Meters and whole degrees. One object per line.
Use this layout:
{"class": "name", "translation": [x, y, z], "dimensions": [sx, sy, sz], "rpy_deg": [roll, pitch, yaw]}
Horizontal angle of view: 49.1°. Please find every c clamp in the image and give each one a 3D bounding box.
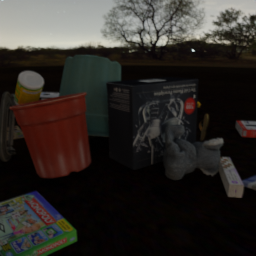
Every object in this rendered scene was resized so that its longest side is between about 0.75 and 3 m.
{"class": "c clamp", "translation": [-3.550, -0.065, 8.444], "dimensions": [0.313, 2.312, 1.975], "rpy_deg": [2, -19, -13]}

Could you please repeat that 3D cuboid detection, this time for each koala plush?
{"class": "koala plush", "translation": [1.674, 0.724, 7.159], "dimensions": [1.443, 1.280, 1.326], "rpy_deg": [1, 30, 3]}

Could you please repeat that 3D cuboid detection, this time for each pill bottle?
{"class": "pill bottle", "translation": [-2.920, -0.975, 8.152], "dimensions": [0.686, 1.235, 0.686], "rpy_deg": [17, 44, -17]}

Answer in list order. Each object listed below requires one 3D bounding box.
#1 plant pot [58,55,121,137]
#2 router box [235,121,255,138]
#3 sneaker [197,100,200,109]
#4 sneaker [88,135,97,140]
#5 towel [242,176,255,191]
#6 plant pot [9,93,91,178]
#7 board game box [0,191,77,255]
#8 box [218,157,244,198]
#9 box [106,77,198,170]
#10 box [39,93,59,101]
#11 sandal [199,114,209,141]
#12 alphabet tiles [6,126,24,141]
{"class": "plant pot", "translation": [-1.255, -0.977, 9.355], "dimensions": [2.507, 2.455, 2.507], "rpy_deg": [6, -2, 0]}
{"class": "router box", "translation": [4.850, 0.051, 10.804], "dimensions": [1.124, 0.306, 1.253], "rpy_deg": [3, 17, 9]}
{"class": "sneaker", "translation": [3.090, -1.184, 14.082], "dimensions": [1.038, 0.807, 2.307], "rpy_deg": [2, 14, 17]}
{"class": "sneaker", "translation": [-1.733, -0.217, 8.944], "dimensions": [2.200, 1.328, 0.920], "rpy_deg": [-20, -9, 6]}
{"class": "towel", "translation": [3.514, 1.184, 6.001], "dimensions": [1.427, 0.231, 1.943], "rpy_deg": [-15, 1, -13]}
{"class": "plant pot", "translation": [-1.838, 0.179, 7.241], "dimensions": [1.916, 1.864, 1.916], "rpy_deg": [-10, 11, 2]}
{"class": "board game box", "translation": [-1.884, 1.772, 5.112], "dimensions": [1.172, 0.254, 1.741], "rpy_deg": [-14, 21, -38]}
{"class": "box", "translation": [2.511, 1.176, 6.981], "dimensions": [0.318, 0.341, 1.645], "rpy_deg": [2, 16, 8]}
{"class": "box", "translation": [0.756, -0.268, 8.330], "dimensions": [2.506, 2.282, 1.305], "rpy_deg": [-12, 19, -34]}
{"class": "box", "translation": [-3.692, -1.390, 14.889], "dimensions": [2.477, 0.745, 1.445], "rpy_deg": [3, 17, 9]}
{"class": "sandal", "translation": [2.518, -0.018, 9.482], "dimensions": [0.256, 0.949, 0.381], "rpy_deg": [18, 21, 26]}
{"class": "alphabet tiles", "translation": [-4.982, 0.285, 10.438], "dimensions": [1.940, 0.073, 1.622], "rpy_deg": [-10, 20, -30]}
